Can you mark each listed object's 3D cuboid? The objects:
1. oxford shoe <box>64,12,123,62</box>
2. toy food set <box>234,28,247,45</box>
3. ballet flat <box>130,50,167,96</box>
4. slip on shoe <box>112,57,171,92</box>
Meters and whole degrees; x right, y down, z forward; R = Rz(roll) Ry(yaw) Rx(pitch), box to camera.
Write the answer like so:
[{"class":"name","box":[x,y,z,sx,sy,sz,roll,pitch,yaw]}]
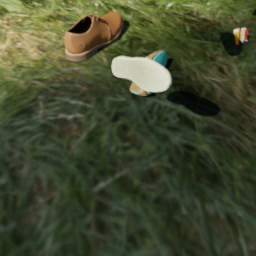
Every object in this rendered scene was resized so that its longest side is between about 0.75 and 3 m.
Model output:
[{"class":"oxford shoe","box":[-1.000,-3.275,9.138,1.032,1.031,2.892,20,48,20]},{"class":"toy food set","box":[3.810,-3.112,9.501,0.423,0.398,0.885,0,27,19]},{"class":"ballet flat","box":[0.524,-1.564,7.857,0.695,0.651,1.920,2,47,28]},{"class":"slip on shoe","box":[0.259,-0.969,4.859,0.429,0.520,1.403,-11,26,-35]}]
